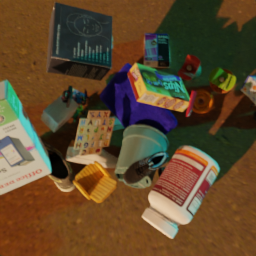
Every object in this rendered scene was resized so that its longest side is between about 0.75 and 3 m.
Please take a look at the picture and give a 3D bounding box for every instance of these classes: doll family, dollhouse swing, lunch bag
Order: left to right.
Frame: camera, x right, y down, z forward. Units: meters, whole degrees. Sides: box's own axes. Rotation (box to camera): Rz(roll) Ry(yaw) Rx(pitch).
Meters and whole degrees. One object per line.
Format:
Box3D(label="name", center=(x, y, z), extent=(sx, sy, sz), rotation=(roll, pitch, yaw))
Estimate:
Box3D(label="doll family", center=(-2.059, -0.963, 11.695), extent=(0.891, 0.605, 1.542), rotation=(17, 84, -6))
Box3D(label="dollhouse swing", center=(-1.005, 1.676, 8.725), extent=(1.003, 0.882, 0.912), rotation=(-42, 106, -21))
Box3D(label="lunch bag", center=(5.849, -1.559, 12.093), extent=(1.515, 0.938, 1.288), rotation=(-9, 51, -30))

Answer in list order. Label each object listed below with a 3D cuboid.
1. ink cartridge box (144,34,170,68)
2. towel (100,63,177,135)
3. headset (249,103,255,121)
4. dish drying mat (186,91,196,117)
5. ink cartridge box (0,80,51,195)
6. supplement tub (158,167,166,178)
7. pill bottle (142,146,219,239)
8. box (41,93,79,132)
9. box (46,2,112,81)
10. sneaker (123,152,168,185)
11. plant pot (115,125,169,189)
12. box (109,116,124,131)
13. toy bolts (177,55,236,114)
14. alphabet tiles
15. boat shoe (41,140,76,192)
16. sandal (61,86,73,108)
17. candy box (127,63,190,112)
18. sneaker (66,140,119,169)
Box3D(label="ink cartridge box", center=(1.441, -4.107, 14.220), extent=(1.254, 0.491, 2.649), rotation=(2, 53, 1))
Box3D(label="towel", center=(0.248, -0.649, 10.295), extent=(2.873, 2.122, 0.712), rotation=(49, 47, 6))
Box3D(label="headset", center=(5.548, -0.567, 11.836), extent=(0.672, 0.511, 1.089), rotation=(-25, 73, -11))
Box3D(label="dish drying mat", center=(2.088, -0.794, 9.262), extent=(0.080, 0.874, 0.336), rotation=(22, 18, 31))
Box3D(label="ink cartridge box", center=(-3.920, 0.441, 8.345), extent=(2.179, 2.998, 1.312), rotation=(-22, 41, -8))
Box3D(label="supplement tub", center=(1.442, 1.541, 9.700), extent=(0.755, 0.404, 0.404), rotation=(-1, 54, -17))
Box3D(label="pill bottle", center=(1.530, 1.905, 8.434), extent=(1.424, 1.424, 2.521), rotation=(31, 74, 20))
Box3D(label="box", center=(-2.382, -0.526, 9.702), extent=(0.682, 1.038, 1.043), rotation=(45, 63, -4))
Box3D(label="box", center=(-1.865, -3.221, 10.743), extent=(2.222, 1.401, 2.260), rotation=(6, 75, -23))
Box3D(label="sneaker", center=(0.467, 1.058, 7.766), extent=(1.438, 0.589, 0.526), rotation=(-34, 79, -5))
Box3D(label="plant pot", center=(0.381, 1.040, 9.555), extent=(1.682, 1.682, 1.647), rotation=(15, 52, 10))
Box3D(label="box", center=(-0.745, -0.149, 11.421), extent=(1.256, 0.309, 0.517), rotation=(-11, 48, -10))
Box3D(label="toy bolts", center=(3.239, -1.946, 12.441), extent=(2.371, 1.644, 2.265), rotation=(38, 103, 12))
Box3D(label="alphabet tiles", center=(-1.105, 0.184, 9.333), extent=(1.361, 1.635, 0.052), rotation=(-2, 26, -40))
Box3D(label="boat shoe", center=(-2.896, 1.156, 10.274), extent=(0.986, 0.824, 2.758), rotation=(-39, 64, -23))
Box3D(label="sandal", center=(-1.891, -0.965, 8.578), extent=(0.307, 0.482, 1.282), rotation=(15, 19, -19))
Box3D(label="candy box", center=(1.079, -1.317, 9.444), extent=(2.099, 0.593, 1.225), rotation=(8, 51, -35))
Box3D(label="sneaker", center=(-1.048, 0.913, 10.127), extent=(2.261, 0.823, 0.957), rotation=(12, 84, -9))
